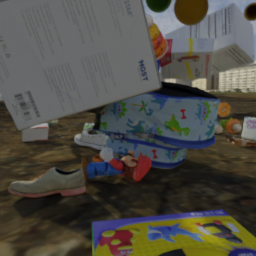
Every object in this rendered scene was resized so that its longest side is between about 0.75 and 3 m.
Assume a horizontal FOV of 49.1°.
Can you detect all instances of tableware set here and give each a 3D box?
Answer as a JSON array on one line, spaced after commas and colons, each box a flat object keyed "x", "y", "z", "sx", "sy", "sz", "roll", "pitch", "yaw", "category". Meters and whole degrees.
[{"x": 1.269, "y": -2.242, "z": 4.528, "sx": 1.893, "sy": 1.275, "sz": 0.290, "roll": 20, "pitch": 34, "yaw": 5, "category": "tableware set"}]

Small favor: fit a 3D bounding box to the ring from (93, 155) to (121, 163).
[{"x": -0.390, "y": 0.838, "z": 7.960, "sx": 1.232, "sy": 0.118, "sz": 1.232, "roll": 0, "pitch": 7, "yaw": 0, "category": "ring"}]

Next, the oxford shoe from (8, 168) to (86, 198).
[{"x": -1.531, "y": 1.000, "z": 5.334, "sx": 1.415, "sy": 0.522, "sz": 0.501, "roll": -2, "pitch": 8, "yaw": -11, "category": "oxford shoe"}]

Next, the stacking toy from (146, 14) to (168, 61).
[{"x": 0.490, "y": -2.311, "z": 6.943, "sx": 0.904, "sy": 0.904, "sz": 1.238, "roll": 2, "pitch": -20, "yaw": 13, "category": "stacking toy"}]

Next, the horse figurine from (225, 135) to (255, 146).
[{"x": 3.967, "y": 0.478, "z": 9.814, "sx": 1.106, "sy": 0.276, "sz": 0.733, "roll": 9, "pitch": 9, "yaw": -4, "category": "horse figurine"}]

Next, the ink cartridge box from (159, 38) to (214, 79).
[{"x": 1.822, "y": -2.136, "z": 8.745, "sx": 1.598, "sy": 0.666, "sz": 1.160, "roll": 2, "pitch": -35, "yaw": 14, "category": "ink cartridge box"}]

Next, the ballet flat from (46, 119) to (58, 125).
[{"x": -4.840, "y": -0.550, "z": 15.950, "sx": 1.902, "sy": 0.661, "sz": 0.661, "roll": 3, "pitch": 9, "yaw": 19, "category": "ballet flat"}]

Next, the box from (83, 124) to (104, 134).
[{"x": -0.792, "y": 0.074, "z": 12.306, "sx": 2.291, "sy": 0.416, "sz": 1.653, "roll": -2, "pitch": 8, "yaw": -7, "category": "box"}]

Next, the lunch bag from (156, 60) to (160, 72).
[{"x": -0.282, "y": -2.041, "z": 9.613, "sx": 2.699, "sy": 2.163, "sz": 1.020, "roll": 11, "pitch": -4, "yaw": -16, "category": "lunch bag"}]

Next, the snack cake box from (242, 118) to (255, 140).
[{"x": 5.478, "y": 0.104, "z": 10.041, "sx": 2.367, "sy": 0.795, "sz": 1.361, "roll": 2, "pitch": 7, "yaw": -27, "category": "snack cake box"}]

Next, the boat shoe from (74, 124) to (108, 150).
[{"x": -1.279, "y": 0.233, "z": 9.781, "sx": 0.693, "sy": 0.800, "sz": 1.877, "roll": -6, "pitch": 10, "yaw": -38, "category": "boat shoe"}]

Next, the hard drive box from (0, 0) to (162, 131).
[{"x": -0.960, "y": -1.367, "z": 4.861, "sx": 2.629, "sy": 2.049, "sz": 1.010, "roll": -16, "pitch": 24, "yaw": 0, "category": "hard drive box"}]

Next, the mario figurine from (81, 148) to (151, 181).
[{"x": -0.246, "y": 0.748, "z": 6.230, "sx": 1.511, "sy": 0.801, "sz": 0.933, "roll": -2, "pitch": 7, "yaw": -3, "category": "mario figurine"}]

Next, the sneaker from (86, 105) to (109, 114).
[{"x": -1.581, "y": -1.314, "z": 6.379, "sx": 2.768, "sy": 1.043, "sz": 1.097, "roll": 44, "pitch": 19, "yaw": 5, "category": "sneaker"}]

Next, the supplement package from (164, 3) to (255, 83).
[{"x": 2.926, "y": -2.966, "z": 10.350, "sx": 2.853, "sy": 1.563, "sz": 1.623, "roll": -11, "pitch": -21, "yaw": 43, "category": "supplement package"}]

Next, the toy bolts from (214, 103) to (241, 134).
[{"x": 4.207, "y": -0.293, "z": 12.415, "sx": 1.460, "sy": 1.394, "sz": 1.012, "roll": -19, "pitch": 17, "yaw": -5, "category": "toy bolts"}]

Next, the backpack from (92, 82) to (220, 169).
[{"x": 0.847, "y": -0.155, "z": 7.521, "sx": 2.955, "sy": 2.171, "sz": 2.704, "roll": 8, "pitch": 11, "yaw": 25, "category": "backpack"}]

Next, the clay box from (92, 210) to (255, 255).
[{"x": 0.590, "y": 1.428, "z": 1.834, "sx": 1.550, "sy": 0.642, "sz": 2.698, "roll": -2, "pitch": 7, "yaw": -10, "category": "clay box"}]

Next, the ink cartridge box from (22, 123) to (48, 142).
[{"x": -3.698, "y": 0.163, "z": 11.227, "sx": 0.948, "sy": 0.535, "sz": 1.291, "roll": -2, "pitch": 8, "yaw": -14, "category": "ink cartridge box"}]
